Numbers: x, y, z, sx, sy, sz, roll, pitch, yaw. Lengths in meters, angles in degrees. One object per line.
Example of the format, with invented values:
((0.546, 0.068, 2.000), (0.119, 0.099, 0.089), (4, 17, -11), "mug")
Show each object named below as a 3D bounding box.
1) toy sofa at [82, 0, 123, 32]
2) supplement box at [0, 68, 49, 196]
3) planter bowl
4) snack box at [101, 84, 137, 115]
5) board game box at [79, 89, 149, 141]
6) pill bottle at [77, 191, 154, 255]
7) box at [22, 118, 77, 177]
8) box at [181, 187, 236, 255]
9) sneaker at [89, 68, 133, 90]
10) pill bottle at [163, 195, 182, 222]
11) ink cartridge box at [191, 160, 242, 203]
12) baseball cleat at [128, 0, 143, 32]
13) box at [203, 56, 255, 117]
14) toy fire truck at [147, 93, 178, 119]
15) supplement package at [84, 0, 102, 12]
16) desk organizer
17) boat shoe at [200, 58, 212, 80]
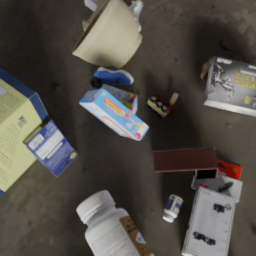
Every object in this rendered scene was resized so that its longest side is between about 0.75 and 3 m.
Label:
((-0.899, -4.972, 12.517), (1.245, 1.057, 2.551), (20, 64, 11), "toy sofa")
((-4.181, 0.157, 8.819), (1.954, 2.910, 2.907), (34, 68, 16), "supplement box")
((-0.612, -3.377, 10.507), (1.778, 2.641, 2.641), (32, 62, -22), "planter bowl")
((-0.350, -0.988, 10.429), (1.320, 1.113, 0.447), (21, 68, 11), "snack box")
((-0.525, -0.439, 9.189), (1.931, 1.891, 0.540), (39, 80, -20), "board game box")
((-0.428, 3.138, 8.088), (1.405, 1.405, 2.457), (-30, 67, -14), "pill bottle")
((-2.518, 0.699, 9.278), (0.302, 1.864, 1.129), (21, 60, 39), "box")
((2.486, 3.035, 8.624), (1.212, 0.625, 2.078), (16, 63, 8), "box")
((-0.726, -1.771, 10.894), (1.808, 0.694, 1.006), (19, 61, 32), "sneaker")
((1.415, 2.586, 8.969), (0.432, 0.432, 0.778), (24, 65, 12), "pill bottle")
((3.060, 1.659, 9.511), (1.537, 0.335, 1.334), (18, 65, 9), "ink cartridge box")
((0.272, -4.628, 11.906), (0.989, 1.858, 0.648), (14, 65, -28), "baseball cleat")
((4.206, -1.567, 10.714), (2.379, 0.575, 1.884), (14, 74, 0), "box")
((1.373, -1.012, 10.801), (0.897, 0.656, 1.019), (43, 52, 15), "toy fire truck")
((-1.597, -5.979, 13.350), (0.901, 0.540, 0.546), (41, 70, 19), "supplement package")
((1.855, 1.224, 9.254), (2.062, 0.740, 0.794), (-4, 51, 8), "desk organizer")
((3.277, -2.449, 11.610), (0.403, 0.445, 1.249), (30, 58, 22), "boat shoe")
